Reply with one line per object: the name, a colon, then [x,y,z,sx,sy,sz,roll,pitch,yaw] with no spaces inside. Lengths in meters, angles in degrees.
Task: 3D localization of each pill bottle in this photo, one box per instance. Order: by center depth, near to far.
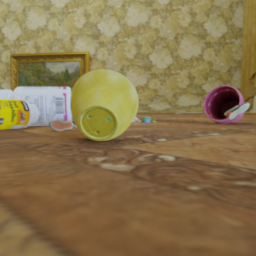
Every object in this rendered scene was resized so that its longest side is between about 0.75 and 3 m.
pill bottle: [-3.747,-0.433,8.903,0.940,0.940,1.720,3,5,34]
pill bottle: [-3.474,-0.811,10.547,2.602,1.475,1.475,-1,4,-12]

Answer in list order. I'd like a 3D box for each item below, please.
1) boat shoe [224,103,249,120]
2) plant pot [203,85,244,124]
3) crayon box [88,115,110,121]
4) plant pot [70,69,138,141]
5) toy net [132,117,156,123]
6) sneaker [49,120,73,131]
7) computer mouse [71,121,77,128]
boat shoe: [4.169,-0.689,10.717,0.984,0.350,0.308,-33,38,-3]
plant pot: [4.308,-0.885,12.174,1.610,1.610,1.441,3,-10,40]
crayon box: [-1.439,-0.700,12.708,1.735,0.851,2.922,-2,5,-4]
plant pot: [-0.536,-0.312,5.664,1.479,1.479,1.050,0,29,3]
toy net: [0.657,-0.388,13.095,0.716,0.264,1.365,-3,5,-38]
sneaker: [-2.067,-0.063,8.294,0.387,0.346,0.969,-4,-3,25]
computer mouse: [-1.795,-0.123,9.618,0.650,0.260,1.186,3,-4,-31]
